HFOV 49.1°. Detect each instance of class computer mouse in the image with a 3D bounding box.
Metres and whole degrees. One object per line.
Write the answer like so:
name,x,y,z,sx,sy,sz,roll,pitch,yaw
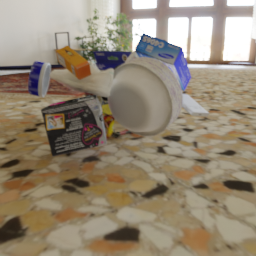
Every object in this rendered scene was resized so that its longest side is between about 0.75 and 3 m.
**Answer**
computer mouse,-0.264,-1.931,11.843,1.363,1.941,0.447,16,-21,21

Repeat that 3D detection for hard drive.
hard drive,2.340,-0.885,10.685,0.892,0.178,1.353,1,35,-34

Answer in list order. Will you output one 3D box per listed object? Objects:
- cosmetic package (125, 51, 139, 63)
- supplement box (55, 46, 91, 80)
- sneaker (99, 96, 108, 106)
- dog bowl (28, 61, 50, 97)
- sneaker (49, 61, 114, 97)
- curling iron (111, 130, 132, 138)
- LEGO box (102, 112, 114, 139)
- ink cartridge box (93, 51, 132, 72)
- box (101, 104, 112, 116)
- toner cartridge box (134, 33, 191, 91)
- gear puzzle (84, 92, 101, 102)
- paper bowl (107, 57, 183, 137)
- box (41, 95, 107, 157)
cosmetic package,0.185,-3.079,12.571,0.280,1.084,0.817,35,52,-14
supplement box,-1.458,-1.737,7.398,0.392,0.405,1.178,-30,54,-23
sneaker,-0.885,-1.162,13.523,0.909,0.777,2.063,32,21,36
dog bowl,-3.677,-2.028,11.657,0.565,1.434,1.434,11,16,-7
sneaker,-1.316,-1.545,8.202,2.100,0.929,0.790,16,-3,24
curling iron,0.088,0.059,10.823,1.964,0.251,0.487,-15,26,-43
LEGO box,-0.847,-0.118,9.869,0.619,0.831,0.321,28,49,16
ink cartridge box,-0.681,-2.584,15.011,2.980,2.986,0.606,14,42,42
box,-0.241,-0.896,12.361,2.054,0.515,0.773,-8,-2,36
toner cartridge box,1.338,-2.222,9.935,1.424,0.647,2.998,26,1,20
gear puzzle,-1.459,-1.503,12.598,0.170,0.674,1.302,-28,-5,36
paper bowl,0.351,-0.867,8.779,2.449,2.449,1.274,12,34,35
box,-1.479,-0.160,8.253,1.528,1.327,2.313,-12,11,-5
